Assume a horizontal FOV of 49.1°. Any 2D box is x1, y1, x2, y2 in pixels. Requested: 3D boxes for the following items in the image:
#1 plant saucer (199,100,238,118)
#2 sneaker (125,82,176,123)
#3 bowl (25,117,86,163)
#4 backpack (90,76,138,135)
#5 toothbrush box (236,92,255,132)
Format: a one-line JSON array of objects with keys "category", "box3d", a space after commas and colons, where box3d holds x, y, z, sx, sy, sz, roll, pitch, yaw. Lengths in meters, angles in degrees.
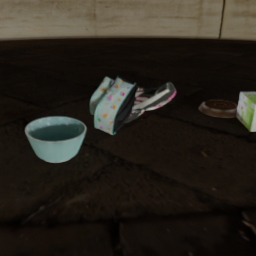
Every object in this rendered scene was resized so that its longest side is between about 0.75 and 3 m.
[{"category": "plant saucer", "box3d": [4.511, -1.004, 13.735, 2.009, 0.322, 2.009, -1, 24, 0]}, {"category": "sneaker", "box3d": [0.409, -1.058, 9.660, 2.409, 1.040, 0.968, -25, -11, 27]}, {"category": "bowl", "box3d": [-2.413, 0.458, 9.421, 1.954, 1.022, 1.954, 5, 25, -2]}, {"category": "backpack", "box3d": [-0.478, -0.624, 8.214, 1.178, 1.351, 1.537, 19, 58, 4]}, {"category": "toothbrush box", "box3d": [5.323, -0.719, 11.961, 0.718, 1.215, 1.669, 1, 25, 2]}]
